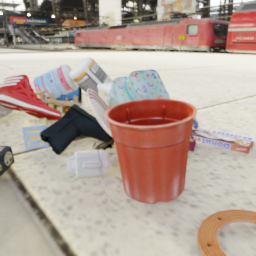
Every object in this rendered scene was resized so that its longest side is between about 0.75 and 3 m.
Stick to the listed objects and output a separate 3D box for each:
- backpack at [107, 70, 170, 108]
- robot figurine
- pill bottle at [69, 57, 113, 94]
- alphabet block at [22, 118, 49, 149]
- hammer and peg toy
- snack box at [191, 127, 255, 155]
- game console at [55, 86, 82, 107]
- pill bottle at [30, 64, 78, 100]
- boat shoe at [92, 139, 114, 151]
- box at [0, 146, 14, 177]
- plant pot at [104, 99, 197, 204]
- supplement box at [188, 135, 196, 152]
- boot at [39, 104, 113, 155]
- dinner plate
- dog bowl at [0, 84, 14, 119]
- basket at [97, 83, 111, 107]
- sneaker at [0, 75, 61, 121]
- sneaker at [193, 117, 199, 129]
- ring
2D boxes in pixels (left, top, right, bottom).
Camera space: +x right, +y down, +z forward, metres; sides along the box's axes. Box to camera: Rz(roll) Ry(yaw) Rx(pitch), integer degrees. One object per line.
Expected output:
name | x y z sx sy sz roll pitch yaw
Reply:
backpack | 0.307 -0.980 8.955 1.849 1.392 1.641 -9 62 -23
robot figurine | -0.963 0.923 7.223 1.209 0.683 1.026 -3 2 -12
pill bottle | -1.475 -2.056 13.023 1.349 2.318 1.349 -32 31 22
alphabet block | -3.024 0.176 9.217 0.768 0.772 0.786 -4 20 -12
hammer and peg toy | -3.207 -1.060 11.776 2.083 0.735 1.532 6 -2 -38
snack box | 2.953 0.362 9.418 2.372 0.288 0.853 12 25 31
game console | -3.103 -1.631 14.260 1.451 0.844 1.276 -2 19 -5
pill bottle | -3.820 -2.026 13.647 2.523 1.372 1.372 -23 17 9
boat shoe | -0.601 0.514 8.845 1.076 0.398 0.398 -29 64 -33
box | -4.346 1.073 6.805 2.374 0.583 1.914 1 26 8
plant pot | 0.549 0.520 6.372 1.981 1.927 1.981 -4 21 2
supplement box | 1.882 0.441 9.048 0.424 0.329 0.768 9 19 -3
boot | -1.548 0.272 8.430 1.861 0.711 1.564 34 66 18
dinner plate | -0.639 -0.293 8.022 0.229 1.890 1.890 -33 18 9
dog bowl | -5.926 -1.108 11.702 2.903 0.851 2.903 -7 35 5
basket | 0.063 -0.914 11.056 2.004 1.612 1.986 -11 22 -27
sneaker | -3.185 -1.093 9.429 2.172 1.255 0.851 20 -20 -27
sneaker | 2.112 -0.342 9.767 0.423 0.960 0.361 -30 12 -10
ring | 2.177 2.054 4.794 1.959 0.188 1.959 1 20 0
